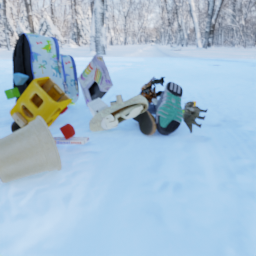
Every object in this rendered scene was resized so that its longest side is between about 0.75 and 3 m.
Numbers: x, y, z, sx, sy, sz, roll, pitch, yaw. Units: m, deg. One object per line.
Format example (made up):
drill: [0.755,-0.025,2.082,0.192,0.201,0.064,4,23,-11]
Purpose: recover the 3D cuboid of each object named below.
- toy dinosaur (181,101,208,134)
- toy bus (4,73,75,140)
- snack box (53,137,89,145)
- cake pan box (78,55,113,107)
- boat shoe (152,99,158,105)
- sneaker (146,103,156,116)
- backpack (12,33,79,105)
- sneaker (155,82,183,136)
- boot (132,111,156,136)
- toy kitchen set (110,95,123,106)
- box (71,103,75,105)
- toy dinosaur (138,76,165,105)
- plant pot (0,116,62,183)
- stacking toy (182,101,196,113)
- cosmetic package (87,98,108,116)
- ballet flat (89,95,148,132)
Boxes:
toy dinosaur: [2.122,-0.396,9.248,0.800,1.564,0.602,20,66,11]
toy bus: [-2.660,-0.370,7.758,2.082,2.207,1.140,2,15,15]
snack box: [-1.794,0.378,8.393,1.179,0.143,0.424,0,14,15]
cake pan box: [-1.546,-2.116,13.000,0.495,1.743,1.893,3,57,-40]
boat shoe: [1.388,-1.057,12.909,0.828,0.276,0.304,27,48,-22]
sneaker: [1.163,-0.793,11.904,0.994,0.523,1.375,-2,14,7]
backpack: [-3.340,-2.048,11.042,2.195,2.987,2.733,-9,0,-36]
sneaker: [1.436,-0.531,10.539,0.969,1.140,2.605,27,49,-7]
boot: [0.769,-0.249,10.223,0.766,0.748,2.031,16,17,-18]
toy kitchen set: [-0.367,-1.265,12.858,0.738,0.543,0.921,-16,10,-34]
box: [-3.118,-1.287,13.342,1.065,0.416,1.747,-5,8,-16]
toy dinosaur: [1.084,-1.819,13.462,1.583,2.333,1.192,-13,-31,26]
plant pot: [-2.489,0.612,6.632,1.322,1.444,1.444,-23,26,-25]
stacking toy: [2.133,-0.988,12.797,1.400,0.436,1.857,11,21,32]
cosmetic package: [-1.051,-0.571,10.732,0.580,0.807,1.430,-28,25,-11]
ballet flat: [-0.340,-0.441,9.718,2.274,0.767,0.709,-30,38,-3]
